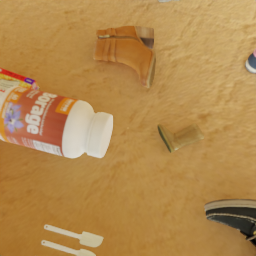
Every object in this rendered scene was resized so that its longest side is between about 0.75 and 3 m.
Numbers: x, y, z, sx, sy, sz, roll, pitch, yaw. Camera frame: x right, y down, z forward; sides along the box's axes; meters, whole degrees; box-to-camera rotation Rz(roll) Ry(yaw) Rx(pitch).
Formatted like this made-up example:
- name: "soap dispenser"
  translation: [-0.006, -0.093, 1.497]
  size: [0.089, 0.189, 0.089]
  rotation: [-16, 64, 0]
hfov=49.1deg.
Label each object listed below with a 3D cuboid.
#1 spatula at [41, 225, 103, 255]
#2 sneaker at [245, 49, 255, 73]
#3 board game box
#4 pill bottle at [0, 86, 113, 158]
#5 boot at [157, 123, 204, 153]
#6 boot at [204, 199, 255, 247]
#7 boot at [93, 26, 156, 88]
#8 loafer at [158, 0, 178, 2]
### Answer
- name: "spatula"
  translation: [-1.446, 2.918, 6.647]
  size: [1.480, 0.119, 1.029]
  rotation: [13, 66, 6]
- name: "sneaker"
  translation: [4.820, -2.262, 8.654]
  size: [2.185, 0.896, 0.766]
  rotation: [-14, 65, -7]
- name: "board game box"
  translation: [-3.720, -0.803, 8.225]
  size: [1.384, 0.423, 1.827]
  rotation: [19, 66, 9]
- name: "pill bottle"
  translation: [-1.844, -0.095, 7.292]
  size: [2.711, 1.521, 1.521]
  rotation: [13, 65, 6]
- name: "boot"
  translation: [1.453, 0.122, 7.859]
  size: [1.041, 0.344, 0.911]
  rotation: [-25, 80, -10]
- name: "boot"
  translation: [3.116, 2.892, 6.161]
  size: [2.973, 1.088, 2.238]
  rotation: [14, 65, 0]
- name: "boot"
  translation: [-0.135, -2.203, 8.674]
  size: [1.905, 0.907, 2.463]
  rotation: [0, 54, 0]
- name: "loafer"
  translation: [1.678, -4.894, 10.186]
  size: [1.205, 0.379, 0.433]
  rotation: [-15, 66, -7]
